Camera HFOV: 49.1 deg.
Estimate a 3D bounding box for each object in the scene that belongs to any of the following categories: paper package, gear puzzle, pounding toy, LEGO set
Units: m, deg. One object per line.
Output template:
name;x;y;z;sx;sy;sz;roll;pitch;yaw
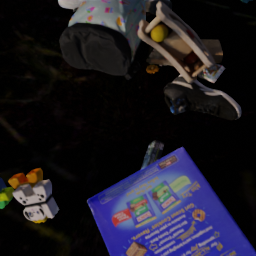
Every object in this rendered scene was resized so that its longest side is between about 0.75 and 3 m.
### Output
paper package;2.576;-2.480;9.038;0.777;0.402;0.740;-1;57;0
gear puzzle;1.042;-2.206;8.971;0.779;0.197;1.504;17;57;21
pounding toy;1.205;-1.897;7.546;2.700;1.549;1.544;24;40;-38
LEGO set;-2.418;1.702;5.912;2.840;1.165;1.083;-16;17;20

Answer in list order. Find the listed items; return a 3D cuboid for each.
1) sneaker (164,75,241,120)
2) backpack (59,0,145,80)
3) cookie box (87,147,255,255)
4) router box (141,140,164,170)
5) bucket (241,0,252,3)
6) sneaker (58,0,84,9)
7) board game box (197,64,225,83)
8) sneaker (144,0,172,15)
sneaker;1.864;-0.589;7.639;1.179;0.770;2.108;-38;55;-20
backpack;-0.464;-3.105;8.538;2.452;1.860;2.938;18;56;11
cookie box;0.813;2.139;5.418;2.314;1.017;2.706;-29;60;-3
router box;0.570;0.716;6.681;0.238;0.575;0.767;21;75;-7
bucket;4.384;-5.739;10.328;1.818;1.818;1.183;-33;65;-20
sneaker;-1.437;-5.260;10.460;2.527;1.070;0.920;-19;61;-10
board game box;2.350;-1.598;7.993;0.491;0.135;0.777;-54;26;7
sneaker;0.556;-4.664;10.304;2.060;0.767;0.897;6;51;-9
